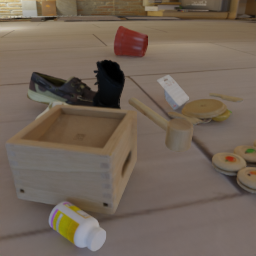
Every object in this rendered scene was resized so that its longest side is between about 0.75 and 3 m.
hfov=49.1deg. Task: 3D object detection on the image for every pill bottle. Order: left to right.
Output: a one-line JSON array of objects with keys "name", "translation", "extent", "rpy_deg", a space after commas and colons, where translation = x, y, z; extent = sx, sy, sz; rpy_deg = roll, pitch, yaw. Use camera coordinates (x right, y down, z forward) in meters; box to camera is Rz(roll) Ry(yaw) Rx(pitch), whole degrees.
[{"name": "pill bottle", "translation": [-0.721, 1.419, 4.026], "extent": [0.828, 0.432, 0.432], "rpy_deg": [19, 32, 34]}]

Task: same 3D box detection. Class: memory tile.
[{"name": "memory tile", "translation": [3.093, 0.935, 5.263], "extent": [2.017, 0.221, 2.631], "rpy_deg": [-14, 30, -26]}]

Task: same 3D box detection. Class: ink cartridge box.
[{"name": "ink cartridge box", "translation": [1.369, -1.130, 8.821], "extent": [1.049, 0.263, 0.850], "rpy_deg": [49, 41, 7]}]

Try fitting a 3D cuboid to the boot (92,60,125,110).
[{"name": "boot", "translation": [-0.340, -0.635, 6.550], "extent": [0.628, 1.392, 1.698], "rpy_deg": [-14, 58, -26]}]

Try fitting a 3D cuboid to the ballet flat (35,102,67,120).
[{"name": "ballet flat", "translation": [-1.701, -0.093, 6.608], "extent": [0.965, 0.965, 2.640], "rpy_deg": [5, 26, 11]}]

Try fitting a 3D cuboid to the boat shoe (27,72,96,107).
[{"name": "boat shoe", "translation": [-1.666, -1.048, 8.178], "extent": [2.743, 0.889, 1.004], "rpy_deg": [10, 23, 6]}]

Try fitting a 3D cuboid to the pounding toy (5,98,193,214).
[{"name": "pounding toy", "translation": [-0.237, 0.388, 5.179], "extent": [2.728, 1.248, 2.396], "rpy_deg": [6, 26, 13]}]

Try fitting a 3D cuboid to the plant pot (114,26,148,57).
[{"name": "plant pot", "translation": [0.212, -4.714, 15.602], "extent": [1.565, 1.609, 1.609], "rpy_deg": [16, 29, 13]}]

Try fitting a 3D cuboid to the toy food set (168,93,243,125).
[{"name": "toy food set", "translation": [2.212, -0.453, 8.066], "extent": [1.953, 0.392, 1.348], "rpy_deg": [-24, 27, -26]}]
